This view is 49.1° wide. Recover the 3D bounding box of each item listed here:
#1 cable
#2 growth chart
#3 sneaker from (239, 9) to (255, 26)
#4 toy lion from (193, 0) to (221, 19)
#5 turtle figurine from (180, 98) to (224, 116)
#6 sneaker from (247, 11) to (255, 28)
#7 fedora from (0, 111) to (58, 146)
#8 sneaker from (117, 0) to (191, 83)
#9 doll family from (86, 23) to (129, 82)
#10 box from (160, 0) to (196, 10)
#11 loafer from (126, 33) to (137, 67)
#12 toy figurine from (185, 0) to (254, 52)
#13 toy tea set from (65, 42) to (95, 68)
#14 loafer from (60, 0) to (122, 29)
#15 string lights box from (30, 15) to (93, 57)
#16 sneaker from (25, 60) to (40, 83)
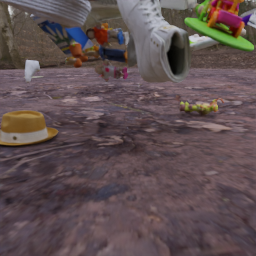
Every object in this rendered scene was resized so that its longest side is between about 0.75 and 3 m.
[{"bbox_3d":[-1.514,-2.316,5.118,1.661,0.575,1.661,11,13,-29],"label":"cable"},{"bbox_3d":[1.632,-2.230,7.400,1.721,0.211,2.378,-19,20,-11],"label":"growth chart"},{"bbox_3d":[3.989,-3.257,8.498,1.463,0.728,0.509,-15,8,37],"label":"sneaker"},{"bbox_3d":[2.950,-4.135,9.758,1.110,1.158,0.397,42,5,-43],"label":"toy lion"},{"bbox_3d":[2.790,-0.758,10.530,1.455,0.581,1.804,3,15,38],"label":"turtle figurine"},{"bbox_3d":[3.487,-2.756,7.275,0.356,0.375,0.932,6,32,-25],"label":"sneaker"},{"bbox_3d":[-2.824,-0.060,7.579,1.765,0.720,1.765,-1,15,0],"label":"fedora"},{"bbox_3d":[0.604,-2.173,5.733,0.959,2.603,1.504,-25,20,-16],"label":"sneaker"},{"bbox_3d":[-0.643,-2.561,9.024,1.334,2.149,0.969,14,53,17],"label":"doll family"},{"bbox_3d":[1.146,-2.893,6.152,0.570,0.474,1.386,14,28,17],"label":"box"},{"bbox_3d":[0.142,-2.332,8.316,0.381,1.091,0.381,-20,52,-33],"label":"loafer"},{"bbox_3d":[2.038,-2.555,5.116,1.404,1.721,1.870,22,31,0],"label":"toy figurine"},{"bbox_3d":[-1.162,-1.680,6.362,0.547,0.341,0.920,-11,-6,-35],"label":"toy tea set"},{"bbox_3d":[-0.926,-3.249,7.714,2.343,0.800,0.886,-8,61,-14],"label":"loafer"},{"bbox_3d":[-1.984,-2.970,8.568,0.897,1.746,0.515,-1,55,41],"label":"string lights box"},{"bbox_3d":[-3.275,-1.942,9.644,0.475,0.823,0.303,2,-11,-8],"label":"sneaker"}]
